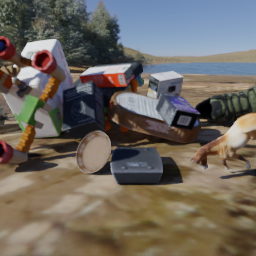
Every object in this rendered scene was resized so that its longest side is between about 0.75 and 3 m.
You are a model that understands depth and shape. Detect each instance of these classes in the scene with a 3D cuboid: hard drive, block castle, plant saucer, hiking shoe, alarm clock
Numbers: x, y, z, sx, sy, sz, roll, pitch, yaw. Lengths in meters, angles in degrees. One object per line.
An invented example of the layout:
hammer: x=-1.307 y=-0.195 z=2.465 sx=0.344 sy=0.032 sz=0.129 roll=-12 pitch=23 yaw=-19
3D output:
hard drive: x=-0.901 y=-1.539 z=9.670 sx=1.999 sy=0.471 sz=2.864 roll=2 pitch=32 yaw=26
block castle: x=-2.382 y=-0.558 z=5.443 sx=1.513 sy=2.264 sz=1.062 roll=22 pitch=-7 yaw=19
plant saucer: x=-0.610 y=0.454 z=5.127 sx=0.796 sy=0.796 sz=0.137 roll=11 pitch=-16 yaw=38
hiking shoe: x=3.181 y=-0.574 z=8.369 sx=1.409 sy=1.060 sz=2.800 roll=-18 pitch=4 yaw=-36
hard drive: x=0.143 y=0.658 z=5.095 sx=0.899 sy=0.282 sz=1.332 roll=0 pitch=13 yaw=0
alarm clock: x=-4.113 y=-0.252 z=7.978 sx=2.187 sy=0.728 sz=1.475 roll=-1 pitch=13 yaw=3

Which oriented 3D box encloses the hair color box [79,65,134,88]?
hair color box: x=-0.652 y=-1.587 z=8.679 sx=1.493 sy=0.457 sz=0.758 roll=0 pitch=30 yaw=23

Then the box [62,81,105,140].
box: x=-1.113 y=-0.433 z=7.027 sx=0.877 sy=1.182 sz=0.633 roll=-15 pitch=-29 yaw=16

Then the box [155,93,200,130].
box: x=1.120 y=-0.389 z=6.514 sx=0.652 sy=0.459 sz=0.881 roll=7 pitch=29 yaw=-24

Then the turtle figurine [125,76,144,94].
turtle figurine: x=-0.142 y=-1.304 z=11.402 sx=1.842 sy=1.900 sz=1.367 roll=-1 pitch=44 yaw=28

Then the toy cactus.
toy cactus: x=-0.623 y=-0.574 z=8.629 sx=2.223 sy=1.377 sz=2.694 roll=-6 pitch=17 yaw=24

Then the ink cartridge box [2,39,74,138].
ink cartridge box: x=-2.277 y=-1.091 z=7.505 sx=0.944 sy=1.636 sz=2.248 roll=-5 pitch=43 yaw=7

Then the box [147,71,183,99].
box: x=1.024 y=-0.812 z=8.250 sx=0.906 sy=1.554 sz=0.467 roll=-14 pitch=37 yaw=-30

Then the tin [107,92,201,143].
tin: x=0.697 y=-0.306 z=7.131 sx=2.434 sy=0.510 sz=1.363 roll=14 pitch=33 yaw=-10

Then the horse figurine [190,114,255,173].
horse figurine: x=1.883 y=0.221 z=4.549 sx=1.044 sy=1.575 sz=0.393 roll=35 pitch=26 yaw=-28
